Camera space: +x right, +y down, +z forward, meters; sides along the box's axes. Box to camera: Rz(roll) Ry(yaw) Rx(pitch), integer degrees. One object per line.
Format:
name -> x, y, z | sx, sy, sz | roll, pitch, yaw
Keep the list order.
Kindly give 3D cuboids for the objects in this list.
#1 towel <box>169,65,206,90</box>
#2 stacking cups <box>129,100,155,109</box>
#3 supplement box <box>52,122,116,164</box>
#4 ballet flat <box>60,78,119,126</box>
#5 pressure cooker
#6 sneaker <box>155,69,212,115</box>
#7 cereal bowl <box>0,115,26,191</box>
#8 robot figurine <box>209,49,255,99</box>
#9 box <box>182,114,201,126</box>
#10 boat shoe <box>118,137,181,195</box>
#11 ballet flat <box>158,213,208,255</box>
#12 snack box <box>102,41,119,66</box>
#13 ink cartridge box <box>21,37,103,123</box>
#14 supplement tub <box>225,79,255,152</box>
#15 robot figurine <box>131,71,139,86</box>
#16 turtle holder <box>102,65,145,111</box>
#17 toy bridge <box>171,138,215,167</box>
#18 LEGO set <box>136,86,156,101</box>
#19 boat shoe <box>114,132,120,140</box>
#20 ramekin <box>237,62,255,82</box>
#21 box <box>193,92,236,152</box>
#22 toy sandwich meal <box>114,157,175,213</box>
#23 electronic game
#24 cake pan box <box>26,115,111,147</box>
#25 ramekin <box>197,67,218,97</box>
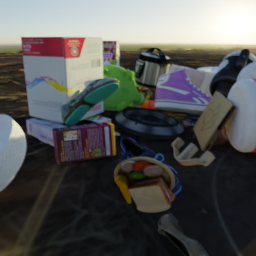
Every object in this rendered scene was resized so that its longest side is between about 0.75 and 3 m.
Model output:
towel -> 2.356, -1.766, 12.249 | 1.750, 1.832, 0.295 | 4, 29, -22
stacking cups -> 0.431, -1.175, 12.763 | 1.779, 0.538, 0.538 | 6, 20, 9
supplement box -> -1.204, 0.379, 7.641 | 1.589, 0.877, 0.681 | -7, 9, -19
ballet flat -> -1.123, -0.858, 7.479 | 2.051, 0.761, 0.761 | -35, 5, 24
pressure cooker -> 1.190, -2.897, 13.345 | 1.578, 1.795, 1.603 | 18, 23, 18
sneaker -> 2.461, -1.373, 10.553 | 2.878, 1.641, 1.043 | 8, -8, -16
cereal bowl -> -3.011, 0.776, 5.888 | 2.167, 0.902, 2.167 | -19, 41, 18
robot figurine -> 4.714, -2.136, 12.480 | 2.212, 1.837, 2.944 | -20, 30, 54
box -> 2.647, -0.276, 10.722 | 0.919, 0.228, 0.912 | 10, 21, 30
boat shoe -> 0.342, 0.842, 6.351 | 0.819, 0.668, 1.946 | -36, 44, -27
ballet flat -> 0.838, 1.810, 4.304 | 0.339, 0.493, 1.465 | -22, 22, -14
snack box -> -1.666, -2.451, 12.790 | 2.503, 2.968, 1.005 | 2, 20, 7
ink cartridge box -> -2.097, -1.665, 9.331 | 1.889, 2.612, 1.898 | 10, 20, 29
supplement tub -> 4.512, -0.344, 7.965 | 2.989, 2.098, 2.098 | 0, 19, 1
robot figurine -> -0.468, -2.235, 14.619 | 2.125, 1.401, 2.423 | -10, 14, 29
turtle holder -> -0.498, -1.611, 11.288 | 2.382, 1.810, 1.692 | -11, 7, -13
toy bridge -> 1.556, 0.692, 7.341 | 0.601, 0.243, 1.789 | -44, 18, -4
LEGO set -> 1.106, -1.803, 13.791 | 1.409, 0.816, 1.083 | -7, 50, -39
boat shoe -> -0.554, 0.275, 8.958 | 0.386, 0.322, 1.034 | 19, 9, 14
ramekin -> 5.389, -1.435, 10.031 | 2.650, 2.650, 1.234 | -6, -15, -16
box -> 2.622, -0.263, 8.750 | 0.203, 1.559, 1.907 | 26, 19, -4
toy sandwich meal -> 0.293, 1.080, 5.234 | 1.281, 1.281, 0.439 | 3, 40, 10
electronic game -> 0.744, -0.149, 9.836 | 2.443, 0.508, 2.443 | 8, 19, -3
cake pan box -> -1.969, -0.019, 9.423 | 2.066, 0.587, 2.244 | -19, 26, -40
ramekin -> 4.923, -2.441, 15.169 | 2.922, 1.425, 2.922 | 0, 19, 0
